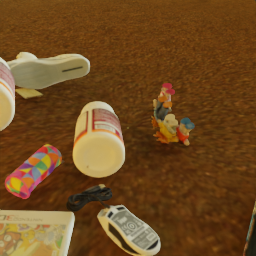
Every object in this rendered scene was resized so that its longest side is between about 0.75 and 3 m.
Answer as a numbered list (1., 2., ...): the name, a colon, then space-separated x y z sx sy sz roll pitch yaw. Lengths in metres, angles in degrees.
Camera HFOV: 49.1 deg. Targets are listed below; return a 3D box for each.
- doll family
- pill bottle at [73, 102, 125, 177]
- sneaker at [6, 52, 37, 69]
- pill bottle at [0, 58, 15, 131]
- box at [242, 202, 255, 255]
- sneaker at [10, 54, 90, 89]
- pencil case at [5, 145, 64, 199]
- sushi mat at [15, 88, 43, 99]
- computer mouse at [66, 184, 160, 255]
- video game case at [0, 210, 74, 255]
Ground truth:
1. doll family: 0.848 -0.203 6.555 0.719 0.990 1.596 -15 62 -12
2. pill bottle: -0.619 0.141 5.849 0.966 0.966 1.764 -4 28 -5
3. sneaker: -3.645 -2.129 9.373 1.491 0.549 0.862 -17 47 -43
4. pill bottle: -3.579 -0.975 7.019 1.382 1.382 2.421 -11 33 -15
5. box: 2.788 1.916 3.987 2.052 0.594 2.582 18 38 24
6. sneaker: -2.483 -1.818 8.960 2.502 0.914 0.886 -8 23 -11
7. pencil case: -1.753 0.811 5.354 0.553 0.553 1.251 11 26 15
8. sushi mat: -3.014 -1.063 8.456 0.513 0.065 1.073 -15 27 -34
9. computer mouse: -0.206 1.566 4.597 1.623 0.356 0.890 35 27 30
10. video game case: -1.916 2.100 4.107 1.889 0.238 2.076 1 35 2
